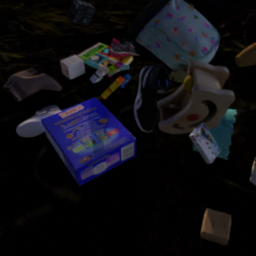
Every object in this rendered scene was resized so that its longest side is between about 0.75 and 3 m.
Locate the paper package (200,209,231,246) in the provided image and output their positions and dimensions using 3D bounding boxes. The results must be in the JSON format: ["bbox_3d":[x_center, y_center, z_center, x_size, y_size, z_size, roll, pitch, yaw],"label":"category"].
[{"bbox_3d":[2.478,2.793,7.908,0.740,0.402,0.777,14,46,13],"label":"paper package"}]

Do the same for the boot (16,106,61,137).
[{"bbox_3d":[-3.452,-0.281,10.899,1.915,0.697,0.865,-21,38,-27],"label":"boot"}]

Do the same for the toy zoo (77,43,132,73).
[{"bbox_3d":[-1.032,-3.503,14.304,2.693,0.276,1.767,28,51,25],"label":"toy zoo"}]

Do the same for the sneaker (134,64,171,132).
[{"bbox_3d":[0.753,-0.893,8.534,0.770,2.108,1.179,0,3,-22],"label":"sneaker"}]

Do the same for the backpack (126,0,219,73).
[{"bbox_3d":[1.731,-3.263,10.104,2.938,1.860,2.452,42,78,-2],"label":"backpack"}]

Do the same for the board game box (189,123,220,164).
[{"bbox_3d":[1.698,0.336,6.154,0.491,0.777,0.135,-42,13,-35],"label":"board game box"}]

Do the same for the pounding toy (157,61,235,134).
[{"bbox_3d":[1.541,-0.822,7.203,1.544,2.700,1.549,-2,64,-1],"label":"pounding toy"}]

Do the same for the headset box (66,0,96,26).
[{"bbox_3d":[-1.753,-4.339,10.592,0.879,0.766,0.408,-12,56,-50],"label":"headset box"}]

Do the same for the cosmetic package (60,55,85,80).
[{"bbox_3d":[-2.644,-2.898,13.376,0.869,0.728,0.723,-32,52,-29],"label":"cosmetic package"}]

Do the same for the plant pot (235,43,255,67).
[{"bbox_3d":[5.939,-3.476,13.879,1.122,1.045,1.045,-24,47,3],"label":"plant pot"}]

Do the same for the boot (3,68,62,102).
[{"bbox_3d":[-4.263,-1.764,12.330,2.244,0.788,1.641,28,59,22],"label":"boot"}]

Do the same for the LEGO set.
[{"bbox_3d":[-0.791,-1.993,12.221,1.083,1.165,2.840,48,24,-3],"label":"LEGO set"}]

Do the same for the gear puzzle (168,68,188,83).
[{"bbox_3d":[1.953,-1.911,10.061,1.504,0.779,0.197,-4,67,30],"label":"gear puzzle"}]

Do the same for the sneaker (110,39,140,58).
[{"bbox_3d":[0.099,-4.092,14.160,2.137,0.798,0.861,-17,39,-33],"label":"sneaker"}]

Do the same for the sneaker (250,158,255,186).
[{"bbox_3d":[4.557,1.223,9.264,2.060,0.897,0.767,-15,42,-40],"label":"sneaker"}]

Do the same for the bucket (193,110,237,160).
[{"bbox_3d":[2.985,0.133,9.684,1.183,1.818,1.818,12,46,18],"label":"bucket"}]

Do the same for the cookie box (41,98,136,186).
[{"bbox_3d":[-1.415,0.341,9.917,2.314,1.017,2.706,-26,50,-23],"label":"cookie box"}]
